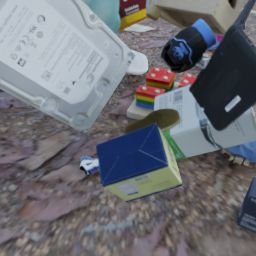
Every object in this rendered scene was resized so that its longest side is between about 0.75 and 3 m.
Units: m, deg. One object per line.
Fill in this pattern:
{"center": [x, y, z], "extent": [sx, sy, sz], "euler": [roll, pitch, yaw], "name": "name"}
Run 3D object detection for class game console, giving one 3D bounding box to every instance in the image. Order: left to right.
{"center": [1.616, -0.910, 4.169], "extent": [0.900, 1.547, 1.361], "euler": [-23, 72, -17], "name": "game console"}

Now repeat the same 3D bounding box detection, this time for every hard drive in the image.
{"center": [-1.222, -1.221, 4.647], "extent": [0.511, 2.699, 1.886], "euler": [33, 89, 43], "name": "hard drive"}

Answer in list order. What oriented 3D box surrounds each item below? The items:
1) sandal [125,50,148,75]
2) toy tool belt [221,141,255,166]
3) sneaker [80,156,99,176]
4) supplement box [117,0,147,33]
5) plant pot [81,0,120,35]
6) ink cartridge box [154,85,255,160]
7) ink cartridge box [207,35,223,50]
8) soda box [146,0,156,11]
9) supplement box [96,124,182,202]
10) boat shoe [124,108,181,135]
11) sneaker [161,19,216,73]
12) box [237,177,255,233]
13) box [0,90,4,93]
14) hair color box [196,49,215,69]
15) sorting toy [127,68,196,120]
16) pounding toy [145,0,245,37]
{"center": [0.228, -2.390, 10.925], "extent": [1.117, 0.675, 2.745], "euler": [21, 28, 3], "name": "sandal"}
{"center": [2.875, 0.460, 7.078], "extent": [1.555, 0.971, 0.956], "euler": [13, 32, 17], "name": "toy tool belt"}
{"center": [-0.852, 0.987, 6.951], "extent": [0.808, 0.326, 0.467], "euler": [2, 42, 13], "name": "sneaker"}
{"center": [-0.593, -4.312, 9.069], "extent": [1.490, 2.245, 2.214], "euler": [-35, 19, -32], "name": "supplement box"}
{"center": [-1.253, -2.764, 6.506], "extent": [2.628, 1.761, 2.628], "euler": [-12, 63, 25], "name": "plant pot"}
{"center": [1.853, -0.296, 6.964], "extent": [2.327, 0.966, 1.705], "euler": [-18, 41, 28], "name": "ink cartridge box"}
{"center": [3.453, -3.798, 11.903], "extent": [1.567, 0.877, 2.297], "euler": [-25, 18, -38], "name": "ink cartridge box"}
{"center": [1.259, -3.411, 7.625], "extent": [1.507, 0.515, 0.479], "euler": [7, 27, 15], "name": "soda box"}
{"center": [0.203, 0.623, 4.583], "extent": [1.055, 1.054, 0.708], "euler": [-20, 56, 13], "name": "supplement box"}
{"center": [0.469, -0.029, 5.077], "extent": [1.132, 0.376, 0.419], "euler": [-18, 62, 32], "name": "boat shoe"}
{"center": [0.863, -1.231, 4.643], "extent": [0.686, 0.618, 1.761], "euler": [-34, 0, 4], "name": "sneaker"}
{"center": [2.858, 1.656, 5.546], "extent": [1.074, 0.978, 0.559], "euler": [19, 42, 21], "name": "box"}
{"center": [-3.763, -1.317, 5.056], "extent": [2.861, 1.954, 0.539], "euler": [-13, 35, 8], "name": "box"}
{"center": [3.496, -2.916, 11.659], "extent": [1.509, 0.458, 0.747], "euler": [-20, 41, -22], "name": "hair color box"}
{"center": [1.469, -1.069, 9.065], "extent": [2.344, 0.821, 2.359], "euler": [14, 41, 17], "name": "sorting toy"}
{"center": [1.488, -3.016, 6.751], "extent": [2.284, 1.045, 2.006], "euler": [27, 12, 33], "name": "pounding toy"}
